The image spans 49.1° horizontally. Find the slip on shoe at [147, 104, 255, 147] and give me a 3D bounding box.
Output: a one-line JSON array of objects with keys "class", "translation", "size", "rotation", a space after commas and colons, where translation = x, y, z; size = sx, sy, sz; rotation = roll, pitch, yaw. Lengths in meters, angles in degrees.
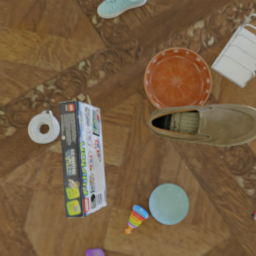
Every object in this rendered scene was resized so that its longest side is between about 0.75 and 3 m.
[{"class": "slip on shoe", "translation": [1.971, -0.119, 7.298], "size": [2.966, 0.899, 1.128], "rotation": [5, 90, 16]}]

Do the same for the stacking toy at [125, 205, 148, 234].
[{"class": "stacking toy", "translation": [0.220, 3.435, 10.242], "size": [0.619, 0.585, 1.066], "rotation": [32, 93, 8]}]

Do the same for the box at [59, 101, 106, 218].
[{"class": "box", "translation": [-1.172, 0.792, 7.516], "size": [0.494, 1.566, 2.845], "rotation": [-6, 83, 16]}]

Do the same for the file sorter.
[{"class": "file sorter", "translation": [4.625, -3.012, 10.873], "size": [1.515, 1.359, 2.183], "rotation": [35, 82, 5]}]

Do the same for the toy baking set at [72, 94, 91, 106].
[{"class": "toy baking set", "translation": [-1.857, -0.801, 11.132], "size": [0.827, 0.125, 1.078], "rotation": [-18, 81, 0]}]

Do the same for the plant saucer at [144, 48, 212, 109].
[{"class": "plant saucer", "translation": [1.925, -1.793, 11.002], "size": [2.660, 0.429, 2.660], "rotation": [0, 86, -5]}]

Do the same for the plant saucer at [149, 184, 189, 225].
[{"class": "plant saucer", "translation": [1.501, 2.820, 10.427], "size": [1.464, 0.282, 1.464], "rotation": [0, 81, 0]}]

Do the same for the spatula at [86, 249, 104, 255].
[{"class": "spatula", "translation": [-1.963, 4.810, 10.116], "size": [2.261, 0.232, 0.639], "rotation": [-7, 79, -1]}]

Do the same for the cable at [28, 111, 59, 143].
[{"class": "cable", "translation": [-3.259, 0.032, 10.840], "size": [1.163, 0.403, 1.163], "rotation": [-28, 83, -4]}]

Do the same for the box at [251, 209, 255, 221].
[{"class": "box", "translation": [3.683, 1.740, 6.435], "size": [1.527, 0.265, 0.840], "rotation": [-42, 40, -11]}]

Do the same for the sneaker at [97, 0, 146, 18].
[{"class": "sneaker", "translation": [-0.271, -5.282, 11.483], "size": [2.191, 0.898, 0.810], "rotation": [-25, 80, -4]}]
